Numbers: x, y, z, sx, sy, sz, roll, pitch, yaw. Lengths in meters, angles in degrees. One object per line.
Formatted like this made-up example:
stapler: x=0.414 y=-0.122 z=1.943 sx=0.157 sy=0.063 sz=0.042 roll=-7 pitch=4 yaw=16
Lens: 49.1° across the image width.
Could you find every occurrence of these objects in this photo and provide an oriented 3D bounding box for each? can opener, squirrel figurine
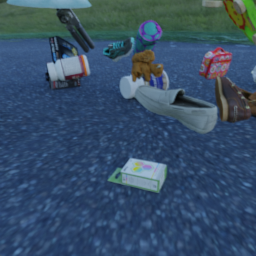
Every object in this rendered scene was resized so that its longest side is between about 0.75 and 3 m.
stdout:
can opener: x=-1.887 y=-3.589 z=10.051 sx=0.532 sy=1.996 sz=0.667 roll=-30 pitch=55 yaw=8
squirrel figurine: x=0.653 y=-2.072 z=9.333 sx=0.998 sy=1.069 sz=0.757 roll=-4 pitch=9 yaw=20

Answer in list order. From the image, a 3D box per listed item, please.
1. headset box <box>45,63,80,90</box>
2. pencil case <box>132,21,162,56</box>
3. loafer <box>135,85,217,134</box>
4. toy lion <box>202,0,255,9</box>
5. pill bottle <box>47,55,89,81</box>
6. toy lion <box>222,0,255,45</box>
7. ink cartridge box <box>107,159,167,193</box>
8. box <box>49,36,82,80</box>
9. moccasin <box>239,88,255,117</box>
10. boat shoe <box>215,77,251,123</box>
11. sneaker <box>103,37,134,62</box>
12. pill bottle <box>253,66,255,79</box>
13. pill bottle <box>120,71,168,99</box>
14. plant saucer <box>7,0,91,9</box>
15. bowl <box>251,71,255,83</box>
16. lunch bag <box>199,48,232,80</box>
headset box: x=-3.453 y=-2.760 z=14.654 sx=1.739 sy=1.294 sz=0.672 roll=-11 pitch=26 yaw=-25
pencil case: x=0.718 y=-3.243 z=11.031 sx=0.926 sy=0.853 sz=2.004 roll=-9 pitch=-14 yaw=-11
loafer: x=1.147 y=-0.649 z=6.905 sx=2.224 sy=0.776 sz=0.778 roll=26 pitch=43 yaw=24
toy lion: x=2.392 y=-2.652 z=5.461 sx=1.560 sy=0.536 sz=1.496 roll=15 pitch=33 yaw=24
pill bottle: x=-1.929 y=-1.911 z=9.075 sx=1.247 sy=0.683 sz=0.683 roll=-14 pitch=26 yaw=-10
toy lion: x=4.776 y=-4.530 z=11.491 sx=0.841 sy=2.449 sz=2.348 roll=-34 pitch=13 yaw=10
ink cartridge box: x=0.223 y=1.123 z=6.942 sx=1.325 sy=0.393 sz=0.688 roll=9 pitch=25 yaw=19
box: x=-2.444 y=-2.705 z=11.094 sx=0.400 sy=1.382 sz=1.738 roll=-9 pitch=-2 yaw=15
moccasin: x=5.122 y=-1.098 z=11.135 sx=1.019 sy=1.075 sz=2.786 roll=-14 pitch=27 yaw=-28
boat shoe: x=2.747 y=-0.784 z=7.502 sx=0.716 sy=0.717 sz=2.037 roll=-3 pitch=37 yaw=10
sneaker: x=-0.466 y=-3.517 z=12.472 sx=0.843 sy=0.717 sz=1.848 roll=11 pitch=-20 yaw=-34
pill bottle: x=4.487 y=-1.762 z=9.033 sx=0.769 sy=0.439 sz=0.439 roll=4 pitch=24 yaw=2
pill bottle: x=0.741 y=-2.022 z=13.084 sx=2.090 sy=1.209 sz=1.209 roll=-15 pitch=28 yaw=-28
plant saucer: x=-2.258 y=-3.812 z=8.083 sx=2.378 sy=0.458 sz=2.378 roll=4 pitch=28 yaw=-2
bowl: x=7.295 y=-2.494 z=14.700 sx=1.638 sy=0.769 sz=1.638 roll=1 pitch=23 yaw=0
lunch bag: x=3.270 y=-2.423 z=10.405 sx=1.264 sy=1.114 sz=0.518 roll=-16 pitch=42 yaw=-34
